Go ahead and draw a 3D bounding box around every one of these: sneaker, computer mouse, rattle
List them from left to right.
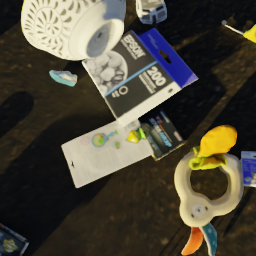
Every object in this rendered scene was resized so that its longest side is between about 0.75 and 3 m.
[{"bbox_3d":[-2.021,-1.618,8.765,0.866,0.331,0.350,22,67,-1],"label":"sneaker"},{"bbox_3d":[0.820,-3.911,9.336,1.498,0.599,2.733,-8,79,2],"label":"computer mouse"},{"bbox_3d":[2.095,1.715,6.887,1.899,2.083,2.916,27,69,-8],"label":"rattle"}]

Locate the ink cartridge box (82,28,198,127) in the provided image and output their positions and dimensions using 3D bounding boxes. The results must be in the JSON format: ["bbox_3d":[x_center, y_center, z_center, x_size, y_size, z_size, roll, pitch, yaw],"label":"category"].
[{"bbox_3d":[0.264,-1.695,8.155,2.544,0.552,2.521,-32,61,0],"label":"ink cartridge box"}]

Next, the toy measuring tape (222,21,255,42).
[{"bbox_3d":[3.991,-3.239,9.056,1.826,0.672,0.672,32,76,10],"label":"toy measuring tape"}]

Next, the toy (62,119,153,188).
[{"bbox_3d":[-0.564,0.650,7.908,2.268,0.535,1.306,-25,70,2],"label":"toy"}]

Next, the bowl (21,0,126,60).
[{"bbox_3d":[-0.830,-2.183,5.784,2.386,2.386,1.120,-38,78,-11],"label":"bowl"}]

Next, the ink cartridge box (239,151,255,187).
[{"bbox_3d":[3.665,1.178,7.937,0.961,0.211,0.970,5,75,1],"label":"ink cartridge box"}]

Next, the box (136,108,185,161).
[{"bbox_3d":[0.895,0.188,8.202,0.991,0.287,1.247,-30,75,-9],"label":"box"}]

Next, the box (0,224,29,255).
[{"bbox_3d":[-3.502,3.138,7.274,1.446,0.333,1.149,27,75,8],"label":"box"}]
